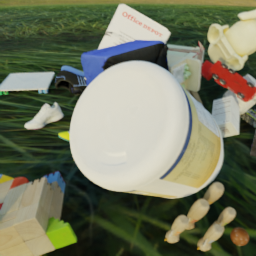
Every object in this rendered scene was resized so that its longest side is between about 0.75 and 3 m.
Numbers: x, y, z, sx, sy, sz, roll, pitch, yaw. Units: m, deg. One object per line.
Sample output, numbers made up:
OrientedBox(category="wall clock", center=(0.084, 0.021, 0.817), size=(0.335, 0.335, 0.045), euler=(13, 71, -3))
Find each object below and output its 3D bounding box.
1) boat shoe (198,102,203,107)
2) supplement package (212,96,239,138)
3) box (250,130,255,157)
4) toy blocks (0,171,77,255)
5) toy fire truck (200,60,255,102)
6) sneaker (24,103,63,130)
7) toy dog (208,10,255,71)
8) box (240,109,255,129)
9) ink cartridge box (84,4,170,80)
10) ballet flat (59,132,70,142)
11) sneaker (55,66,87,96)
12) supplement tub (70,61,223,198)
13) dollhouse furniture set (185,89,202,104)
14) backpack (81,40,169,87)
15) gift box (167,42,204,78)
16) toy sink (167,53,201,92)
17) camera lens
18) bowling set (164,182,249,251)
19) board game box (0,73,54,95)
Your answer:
OrientedBox(category="boat shoe", center=(2.212, -0.306, 8.925), size=(0.641, 0.652, 1.808), euler=(12, 28, -20))
OrientedBox(category="supplement package", center=(2.772, -0.312, 7.962), size=(0.586, 0.584, 1.000), euler=(-16, 42, 39))
OrientedBox(category="box", center=(3.922, 0.509, 7.536), size=(1.083, 0.774, 0.196), euler=(11, 32, 21))
OrientedBox(category="toy blocks", center=(-2.311, 1.561, 5.046), size=(2.783, 1.391, 1.902), euler=(-20, 25, 1))
OrientedBox(category="toy fire truck", center=(3.035, -1.474, 8.705), size=(2.011, 0.490, 1.418), euler=(43, 10, 19))
OrientedBox(category="sneaker", center=(-2.806, -0.394, 9.170), size=(1.341, 0.668, 0.502), euler=(-31, 27, -36))
OrientedBox(category="toy dog", center=(4.191, -3.080, 9.753), size=(2.447, 2.372, 1.707), euler=(-31, 78, -3))
OrientedBox(category="box", center=(4.569, -0.265, 9.415), size=(1.004, 0.278, 1.254), euler=(-7, 30, -11))
OrientedBox(category="ink cartridge box", center=(-0.066, -2.620, 10.251), size=(2.054, 2.824, 1.186), euler=(26, 0, -11))
OrientedBox(category="ballet flat", center=(-1.365, 0.256, 7.621), size=(1.063, 0.356, 0.355), euler=(26, 9, -33))
OrientedBox(category="sneaker", center=(-1.759, -1.736, 11.585), size=(2.565, 0.900, 0.999), euler=(15, 61, 7))
OrientedBox(category="supplement tub", center=(0.582, 0.249, 5.480), size=(2.141, 2.141, 2.965), euler=(24, -2, 36))
OrientedBox(category="dollhouse furniture set", center=(2.049, -0.925, 10.602), size=(1.211, 1.038, 1.274), euler=(-29, 5, -38))
OrientedBox(category="backpack", center=(-0.055, -0.981, 8.158), size=(2.257, 2.777, 2.331), euler=(-22, 27, -25))
OrientedBox(category="gift box", center=(2.187, -2.549, 11.741), size=(1.934, 2.072, 1.911), euler=(16, 38, 23))
OrientedBox(category="toy sink", center=(1.315, -1.624, 8.721), size=(1.607, 1.047, 0.900), euler=(25, 45, 37))
OrientedBox(category="camera lens", center=(3.824, -1.079, 9.318), size=(0.913, 1.142, 0.913), euler=(29, 32, -21))
OrientedBox(category="bowling set", center=(1.534, 1.905, 5.231), size=(1.626, 0.873, 1.132), euler=(-23, 55, -37))
OrientedBox(category="board game box", center=(-4.472, -2.000, 12.506), size=(2.071, 0.268, 2.071), euler=(-3, 30, -4))
